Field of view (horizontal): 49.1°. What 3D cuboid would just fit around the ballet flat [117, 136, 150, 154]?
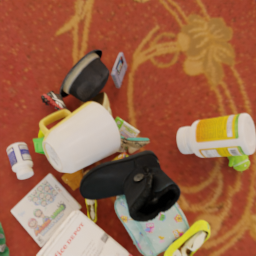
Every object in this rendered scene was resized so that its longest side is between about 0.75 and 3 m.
[{"bbox_3d":[-0.126,0.559,9.883,1.742,0.591,0.656,9,98,7],"label":"ballet flat"}]

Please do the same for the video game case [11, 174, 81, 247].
[{"bbox_3d":[-2.893,2.865,9.869,1.694,0.220,1.861,43,80,13],"label":"video game case"}]

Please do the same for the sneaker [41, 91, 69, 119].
[{"bbox_3d":[-2.622,-0.912,10.653,1.364,0.482,0.666,39,58,4],"label":"sneaker"}]

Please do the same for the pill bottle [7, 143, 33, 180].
[{"bbox_3d":[-3.763,1.175,9.835,0.697,0.697,1.165,-25,67,-6],"label":"pill bottle"}]

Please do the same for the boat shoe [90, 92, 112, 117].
[{"bbox_3d":[-0.996,-0.309,10.159,0.886,0.794,2.393,-24,42,27],"label":"boat shoe"}]

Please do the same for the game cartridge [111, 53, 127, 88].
[{"bbox_3d":[-0.322,-2.197,10.638,0.227,0.766,1.181,7,58,16],"label":"game cartridge"}]

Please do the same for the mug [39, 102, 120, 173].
[{"bbox_3d":[-1.748,0.438,9.190,1.986,2.419,1.937,-33,110,-33],"label":"mug"}]

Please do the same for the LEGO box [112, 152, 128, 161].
[{"bbox_3d":[-0.271,1.491,9.708,1.134,0.438,0.845,-37,107,26],"label":"LEGO box"}]

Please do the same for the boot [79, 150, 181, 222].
[{"bbox_3d":[-0.103,1.782,8.002,2.787,2.342,1.064,-22,111,-1],"label":"boot"}]

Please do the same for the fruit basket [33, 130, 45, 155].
[{"bbox_3d":[-2.875,0.438,10.054,0.788,1.092,1.092,-6,75,22],"label":"fruit basket"}]

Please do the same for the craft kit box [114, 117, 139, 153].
[{"bbox_3d":[-0.254,0.274,10.336,0.994,0.241,0.981,33,100,4],"label":"craft kit box"}]

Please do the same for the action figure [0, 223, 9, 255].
[{"bbox_3d":[-5.296,4.138,9.458,2.221,0.607,1.312,-16,80,0],"label":"action figure"}]

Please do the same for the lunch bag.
[{"bbox_3d":[0.756,2.930,9.211,1.932,0.928,2.408,-31,93,2],"label":"lunch bag"}]

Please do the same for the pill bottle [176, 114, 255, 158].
[{"bbox_3d":[2.873,0.321,9.348,2.330,1.294,1.294,-9,73,39],"label":"pill bottle"}]

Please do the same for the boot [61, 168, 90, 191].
[{"bbox_3d":[-2.018,1.475,10.126,0.990,0.487,1.383,-35,80,-6],"label":"boot"}]

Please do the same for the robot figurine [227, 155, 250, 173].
[{"bbox_3d":[3.969,1.085,10.151,0.919,0.606,1.048,-18,74,-26],"label":"robot figurine"}]

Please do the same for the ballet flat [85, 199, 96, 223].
[{"bbox_3d":[-1.285,2.781,9.857,0.374,0.376,1.121,-7,76,-10],"label":"ballet flat"}]

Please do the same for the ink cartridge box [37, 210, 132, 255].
[{"bbox_3d":[-1.279,4.140,8.604,2.663,1.129,1.939,42,62,-4],"label":"ink cartridge box"}]

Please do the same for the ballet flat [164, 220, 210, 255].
[{"bbox_3d":[1.783,3.668,8.557,0.660,0.663,1.977,40,95,-8],"label":"ballet flat"}]

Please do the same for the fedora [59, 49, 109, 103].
[{"bbox_3d":[-1.416,-1.712,10.080,1.011,2.213,2.213,40,80,2],"label":"fedora"}]
